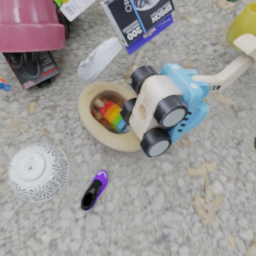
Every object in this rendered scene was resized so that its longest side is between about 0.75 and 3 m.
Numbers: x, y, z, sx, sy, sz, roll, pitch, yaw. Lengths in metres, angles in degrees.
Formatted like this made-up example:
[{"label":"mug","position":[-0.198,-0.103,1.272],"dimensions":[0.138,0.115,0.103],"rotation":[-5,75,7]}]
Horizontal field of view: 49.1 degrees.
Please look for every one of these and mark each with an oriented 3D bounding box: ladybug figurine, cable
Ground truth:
[{"label":"ladybug figurine","position":[-0.366,-0.277,9.010],"dimensions":[1.923,1.019,2.833],"rotation":[-43,75,-14]},{"label":"cable","position":[-0.735,-1.791,7.423],"dimensions":[0.491,1.418,1.418],"rotation":[47,70,-11]}]

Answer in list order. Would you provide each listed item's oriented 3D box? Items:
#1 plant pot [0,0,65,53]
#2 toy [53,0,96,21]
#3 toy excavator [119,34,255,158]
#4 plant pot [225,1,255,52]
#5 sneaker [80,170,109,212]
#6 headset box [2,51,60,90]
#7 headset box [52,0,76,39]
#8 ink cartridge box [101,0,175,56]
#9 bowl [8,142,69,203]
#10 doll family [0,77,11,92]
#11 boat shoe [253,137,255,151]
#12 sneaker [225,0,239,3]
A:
[{"label":"plant pot","position":[-3.395,-3.647,8.471],"dimensions":[2.754,2.754,2.465],"rotation":[-1,110,0]},{"label":"toy","position":[-1.391,-4.913,9.420],"dimensions":[2.700,0.637,1.554],"rotation":[-41,91,-6]},{"label":"toy excavator","position":[1.569,-0.877,6.651],"dimensions":[2.902,2.822,1.450],"rotation":[-10,49,-31]},{"label":"plant pot","position":[3.805,-3.094,8.369],"dimensions":[1.510,1.072,1.510],"rotation":[-2,50,2]},{"label":"sneaker","position":[-1.001,1.877,8.412],"dimensions":[0.476,0.681,1.370],"rotation":[24,73,9]},{"label":"headset box","position":[-3.286,-2.272,9.528],"dimensions":[1.407,0.730,1.890],"rotation":[-28,106,-9]},{"label":"headset box","position":[-3.274,-4.464,10.525],"dimensions":[2.692,1.040,2.003],"rotation":[0,70,-1]},{"label":"ink cartridge box","position":[0.441,-3.259,8.055],"dimensions":[1.849,1.867,0.405],"rotation":[-38,44,-3]},{"label":"bowl","position":[-2.840,1.243,8.524],"dimensions":[1.957,0.918,1.957],"rotation":[0,70,-1]},{"label":"doll family","position":[-3.420,-1.083,6.342],"dimensions":[0.629,1.395,0.866],"rotation":[-57,41,1]},{"label":"boat shoe","position":[3.222,0.350,6.354],"dimensions":[0.961,0.338,0.338],"rotation":[4,77,-33]},{"label":"sneaker","position":[3.623,-4.432,8.486],"dimensions":[0.602,1.551,0.707],"rotation":[8,85,-38]}]
